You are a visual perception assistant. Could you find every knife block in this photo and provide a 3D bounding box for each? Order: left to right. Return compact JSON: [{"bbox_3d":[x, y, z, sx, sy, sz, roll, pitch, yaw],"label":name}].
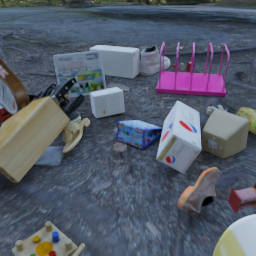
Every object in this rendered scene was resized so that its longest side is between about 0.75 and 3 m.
[{"bbox_3d":[-2.141,-0.197,7.184,2.385,0.869,2.716,-34,28,7],"label":"knife block"}]

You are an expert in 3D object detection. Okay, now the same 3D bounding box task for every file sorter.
[{"bbox_3d":[2.663,-2.556,11.645,2.735,1.715,1.901,5,32,10],"label":"file sorter"}]

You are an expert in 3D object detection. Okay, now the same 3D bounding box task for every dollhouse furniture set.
[{"bbox_3d":[2.824,-3.187,14.204,1.061,0.432,0.571,11,31,19],"label":"dollhouse furniture set"},{"bbox_3d":[2.359,1.543,5.106,0.553,0.418,1.028,-10,38,-12],"label":"dollhouse furniture set"}]

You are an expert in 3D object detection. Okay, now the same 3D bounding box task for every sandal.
[{"bbox_3d":[-1.618,0.053,7.932,0.642,0.576,1.751,-33,17,24],"label":"sandal"}]

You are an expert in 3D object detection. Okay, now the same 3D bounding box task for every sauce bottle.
[{"bbox_3d":[3.707,-0.271,8.619,0.627,0.627,1.938,-7,19,-12],"label":"sauce bottle"}]

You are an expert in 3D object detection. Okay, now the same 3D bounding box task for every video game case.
[{"bbox_3d":[-1.712,-1.923,10.078,1.675,1.527,0.184,-11,9,-16],"label":"video game case"}]

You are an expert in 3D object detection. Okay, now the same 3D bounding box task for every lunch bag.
[{"bbox_3d":[0.413,0.052,8.304,0.958,0.599,1.273,17,24,33],"label":"lunch bag"}]

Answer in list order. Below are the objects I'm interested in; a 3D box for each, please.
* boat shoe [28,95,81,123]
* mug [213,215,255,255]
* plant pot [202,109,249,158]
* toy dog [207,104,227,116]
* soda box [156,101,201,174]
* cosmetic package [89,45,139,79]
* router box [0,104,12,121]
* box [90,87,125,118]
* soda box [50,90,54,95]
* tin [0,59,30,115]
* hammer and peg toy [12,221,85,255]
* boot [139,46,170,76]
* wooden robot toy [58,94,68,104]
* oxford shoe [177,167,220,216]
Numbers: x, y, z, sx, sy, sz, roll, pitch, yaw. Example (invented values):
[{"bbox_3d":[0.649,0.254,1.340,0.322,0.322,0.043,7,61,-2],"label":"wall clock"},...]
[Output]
[{"bbox_3d":[-2.577,-0.572,9.136,2.347,0.731,0.876,17,34,27],"label":"boat shoe"},{"bbox_3d":[1.724,2.068,3.335,2.389,1.913,1.961,5,21,-6],"label":"mug"},{"bbox_3d":[2.543,0.232,7.570,0.992,0.991,0.878,26,49,38],"label":"plant pot"},{"bbox_3d":[3.082,-0.653,9.673,0.780,0.376,0.515,-5,30,-9],"label":"toy dog"},{"bbox_3d":[1.364,0.134,7.358,0.759,0.812,2.383,29,27,-2],"label":"soda box"},{"bbox_3d":[-0.642,-3.180,13.363,2.239,1.263,0.908,12,31,17],"label":"cosmetic package"},{"bbox_3d":[-4.902,-0.625,9.567,1.726,0.422,1.549,13,31,23],"label":"router box"},{"bbox_3d":[-0.709,-0.872,9.564,1.027,0.782,0.546,-13,26,-17],"label":"box"},{"bbox_3d":[-3.025,-1.113,10.366,0.240,0.259,0.758,21,51,10],"label":"soda box"},{"bbox_3d":[-4.028,-1.397,8.945,2.394,1.340,0.501,46,54,13],"label":"tin"},{"bbox_3d":[-1.266,2.112,4.653,1.137,0.401,0.836,23,35,35],"label":"hammer and peg toy"},{"bbox_3d":[1.418,-3.517,14.009,0.917,1.192,2.493,17,33,27],"label":"boot"},{"bbox_3d":[-2.321,-1.006,9.670,0.506,1.116,0.492,5,46,-12],"label":"wooden robot toy"},{"bbox_3d":[1.542,1.265,5.564,0.490,0.479,1.344,28,45,33],"label":"oxford shoe"}]
